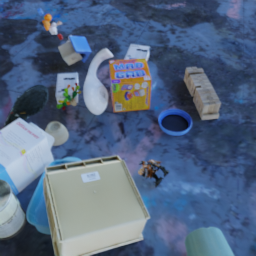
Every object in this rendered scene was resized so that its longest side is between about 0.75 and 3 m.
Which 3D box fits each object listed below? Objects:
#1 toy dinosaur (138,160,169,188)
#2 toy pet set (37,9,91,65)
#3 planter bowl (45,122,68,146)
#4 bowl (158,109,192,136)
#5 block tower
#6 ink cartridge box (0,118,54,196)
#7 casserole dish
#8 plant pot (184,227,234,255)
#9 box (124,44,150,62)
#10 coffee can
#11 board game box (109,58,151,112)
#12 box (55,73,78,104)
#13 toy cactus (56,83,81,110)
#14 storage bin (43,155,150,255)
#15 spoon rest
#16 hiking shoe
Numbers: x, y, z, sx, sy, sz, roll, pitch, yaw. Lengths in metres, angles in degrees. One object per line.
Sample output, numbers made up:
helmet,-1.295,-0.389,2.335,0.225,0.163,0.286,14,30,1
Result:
toy dinosaur,0.865,1.374,9.455,0.962,0.724,1.417,40,47,14
toy pet set,-2.965,-4.577,13.991,1.387,2.611,2.438,-26,76,4
planter bowl,-2.807,0.145,10.809,0.911,0.613,0.911,0,46,0
bowl,1.899,-0.220,11.387,1.352,0.265,1.352,0,46,0
block tower,3.229,-1.599,12.337,0.750,0.803,2.777,-6,48,-5
ink cartridge box,-3.729,0.951,9.453,1.503,1.465,2.339,31,54,26
casserole dish,-2.106,2.160,8.978,1.648,0.528,2.720,7,46,7
plant pot,2.161,3.465,7.244,1.439,1.439,1.409,-5,40,-5
box,0.419,-3.515,14.284,1.067,0.550,1.830,11,47,10
coffee can,-3.714,2.368,8.064,1.137,1.554,1.137,0,47,0
board game box,0.055,-1.821,11.974,1.585,1.586,1.585,-5,47,-5
box,-2.750,-1.821,12.736,0.946,0.488,1.621,-6,48,-5
toy cactus,-2.383,-1.203,11.674,0.655,1.056,1.280,28,79,20
storage bin,-1.048,2.189,8.190,2.502,1.173,2.484,-7,46,-22
spoon rest,-1.285,-1.912,11.765,0.872,1.430,2.878,-5,65,31
hiking shoe,-3.925,-0.901,10.674,0.963,2.588,1.122,31,33,-34
